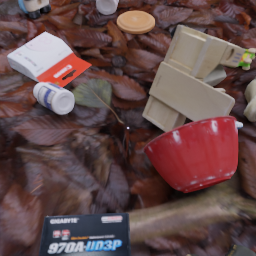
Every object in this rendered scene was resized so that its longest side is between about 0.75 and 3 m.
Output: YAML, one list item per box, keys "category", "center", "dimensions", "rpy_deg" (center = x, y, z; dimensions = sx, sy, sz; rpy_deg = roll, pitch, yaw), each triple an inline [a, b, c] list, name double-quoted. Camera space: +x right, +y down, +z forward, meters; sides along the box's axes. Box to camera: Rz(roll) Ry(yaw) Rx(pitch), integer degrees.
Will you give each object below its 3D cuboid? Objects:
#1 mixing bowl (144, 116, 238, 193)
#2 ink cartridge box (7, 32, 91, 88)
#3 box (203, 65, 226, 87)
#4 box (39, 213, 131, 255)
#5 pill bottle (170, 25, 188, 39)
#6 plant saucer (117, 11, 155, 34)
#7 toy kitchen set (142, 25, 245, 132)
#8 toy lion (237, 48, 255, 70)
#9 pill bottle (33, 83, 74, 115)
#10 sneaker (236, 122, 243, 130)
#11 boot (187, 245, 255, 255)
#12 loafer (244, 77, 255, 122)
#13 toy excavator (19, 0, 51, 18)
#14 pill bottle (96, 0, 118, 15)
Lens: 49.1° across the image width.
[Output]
- category: "mixing bowl"
  center: [1.642, 0.763, 6.595]
  dimensions: [2.301, 2.301, 1.246]
  rpy_deg: [-13, 70, -10]
- category: "ink cartridge box"
  center: [-2.815, -2.451, 10.076]
  dimensions: [2.323, 0.663, 1.888]
  rpy_deg: [27, 55, 25]
- category: "box"
  center: [1.972, -1.544, 9.007]
  dimensions: [2.122, 0.872, 0.725]
  rpy_deg: [-18, 80, -13]
- category: "box"
  center: [-0.891, 2.644, 5.963]
  dimensions: [1.907, 0.439, 1.516]
  rpy_deg: [-2, 50, 0]
- category: "pill bottle"
  center: [2.002, -2.991, 9.840]
  dimensions: [0.650, 1.162, 0.650]
  rpy_deg: [-17, 54, 25]
- category: "plant saucer"
  center: [0.333, -4.578, 11.982]
  dimensions: [1.622, 0.262, 1.622]
  rpy_deg: [0, 51, -1]
- category: "toy kitchen set"
  center: [2.345, -1.077, 8.079]
  dimensions: [2.231, 2.735, 2.467]
  rpy_deg: [37, 28, 31]
- category: "toy lion"
  center: [4.042, -2.591, 10.348]
  dimensions: [1.058, 0.379, 1.103]
  rpy_deg: [20, 53, 25]
- category: "pill bottle"
  center: [-2.330, -0.959, 8.626]
  dimensions: [1.360, 0.755, 0.755]
  rpy_deg: [27, 54, 38]
- category: "sneaker"
  center: [2.739, -0.216, 8.171]
  dimensions: [1.204, 0.451, 0.522]
  rpy_deg: [6, 69, 1]
- category: "boot"
  center: [1.967, 2.769, 5.888]
  dimensions: [1.448, 0.561, 1.002]
  rpy_deg: [28, 51, 5]
- category: "loafer"
  center: [4.014, -0.990, 8.743]
  dimensions: [0.767, 0.850, 2.247]
  rpy_deg: [28, 47, 23]
- category: "toy excavator"
  center: [-4.354, -5.974, 12.763]
  dimensions: [2.003, 1.001, 1.948]
  rpy_deg: [25, 54, 30]
- category: "pill bottle"
  center: [-0.877, -5.919, 12.647]
  dimensions: [0.910, 0.910, 1.605]
  rpy_deg: [4, 51, 4]
